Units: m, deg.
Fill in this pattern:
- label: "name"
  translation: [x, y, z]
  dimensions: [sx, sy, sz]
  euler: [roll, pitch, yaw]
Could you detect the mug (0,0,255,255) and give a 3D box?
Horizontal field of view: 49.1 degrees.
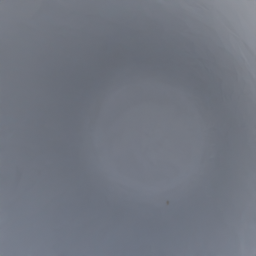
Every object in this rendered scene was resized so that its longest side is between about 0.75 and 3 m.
- label: "mug"
  translation: [-0.431, 0.087, 1.944]
  dimensions: [2.901, 2.142, 2.544]
  euler: [13, 7, 14]
